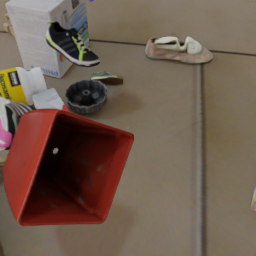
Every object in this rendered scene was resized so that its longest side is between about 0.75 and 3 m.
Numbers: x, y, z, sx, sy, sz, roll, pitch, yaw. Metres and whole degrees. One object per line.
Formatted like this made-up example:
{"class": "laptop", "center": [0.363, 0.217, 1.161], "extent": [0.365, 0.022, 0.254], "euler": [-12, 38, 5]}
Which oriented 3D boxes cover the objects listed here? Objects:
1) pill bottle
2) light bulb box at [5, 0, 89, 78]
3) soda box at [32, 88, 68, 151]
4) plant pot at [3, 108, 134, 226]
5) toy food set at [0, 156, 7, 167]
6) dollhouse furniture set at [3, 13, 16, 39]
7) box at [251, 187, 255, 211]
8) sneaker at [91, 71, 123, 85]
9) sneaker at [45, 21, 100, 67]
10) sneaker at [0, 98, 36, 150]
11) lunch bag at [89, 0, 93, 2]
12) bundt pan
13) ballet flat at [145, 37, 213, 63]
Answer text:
{"class": "pill bottle", "center": [-3.400, -1.065, 7.964], "extent": [2.036, 1.145, 1.145], "euler": [-18, 51, -16]}
{"class": "light bulb box", "center": [-2.450, -3.296, 9.186], "extent": [1.437, 2.303, 2.283], "euler": [16, 50, 12]}
{"class": "soda box", "center": [-1.899, -0.190, 7.520], "extent": [0.684, 0.636, 2.005], "euler": [-23, 52, -19]}
{"class": "plant pot", "center": [-0.909, 0.412, 3.712], "extent": [1.136, 1.288, 1.289], "euler": [20, 90, 43]}
{"class": "toy food set", "center": [-3.422, 0.814, 6.335], "extent": [2.057, 1.307, 0.324], "euler": [-11, 81, -27]}
{"class": "dollhouse furniture set", "center": [-4.396, -4.138, 10.826], "extent": [0.627, 0.998, 1.128], "euler": [-31, 56, -26]}
{"class": "box", "center": [3.229, 1.452, 5.867], "extent": [0.940, 0.905, 0.573], "euler": [19, 51, 17]}
{"class": "sneaker", "center": [-0.681, -1.659, 9.021], "extent": [1.068, 0.358, 0.480], "euler": [-2, 53, 3]}
{"class": "sneaker", "center": [-1.321, -1.994, 6.564], "extent": [1.552, 0.643, 0.557], "euler": [31, 38, 9]}
{"class": "sneaker", "center": [-2.011, -0.093, 5.125], "extent": [0.844, 0.712, 1.930], "euler": [12, 10, -25]}
{"class": "lunch bag", "center": [-0.538, -3.102, 5.137], "extent": [1.408, 1.060, 0.662], "euler": [-37, 28, -9]}
{"class": "bundt pan", "center": [-1.215, -0.865, 8.246], "extent": [1.253, 0.470, 1.253], "euler": [1, 48, -1]}
{"class": "ballet flat", "center": [1.803, -2.748, 9.704], "extent": [2.393, 0.805, 0.814], "euler": [3, 53, 2]}
